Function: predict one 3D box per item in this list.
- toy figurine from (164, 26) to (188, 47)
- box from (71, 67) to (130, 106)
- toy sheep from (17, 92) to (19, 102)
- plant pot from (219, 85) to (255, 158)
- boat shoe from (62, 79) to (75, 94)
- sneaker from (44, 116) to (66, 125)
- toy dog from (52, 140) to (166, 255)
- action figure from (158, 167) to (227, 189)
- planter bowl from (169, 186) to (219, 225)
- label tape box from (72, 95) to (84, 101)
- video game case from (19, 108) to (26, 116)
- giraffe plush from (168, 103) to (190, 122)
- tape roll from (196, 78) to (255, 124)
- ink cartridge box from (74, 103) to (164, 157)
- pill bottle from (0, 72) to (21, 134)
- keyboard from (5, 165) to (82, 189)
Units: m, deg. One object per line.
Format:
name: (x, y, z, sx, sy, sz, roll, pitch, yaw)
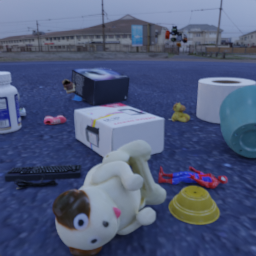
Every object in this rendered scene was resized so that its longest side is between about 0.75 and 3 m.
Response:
toy figurine: (2.315, -4.322, 13.419, 1.018, 0.719, 1.034, 7, -3, -22)
box: (-1.633, -2.542, 16.499, 2.493, 1.536, 2.473, -15, 33, -39)
toy sheep: (-6.261, -1.541, 14.283, 1.400, 1.400, 2.031, 0, 14, -2)
plant pot: (3.798, -0.044, 8.567, 2.007, 2.007, 1.611, 6, 35, 17)
boat shoe: (-2.837, -2.057, 13.182, 0.529, 0.528, 1.466, -22, 28, -5)
sneaker: (-3.112, -0.265, 11.906, 0.976, 0.360, 0.423, -3, 29, 5)
toy dog: (-0.462, 1.266, 5.116, 2.030, 1.461, 2.094, -4, 16, 23)
action figure: (1.600, 1.224, 6.952, 1.654, 0.427, 0.541, 6, 16, 10)
planter bowl: (1.391, 1.521, 5.877, 1.054, 0.439, 1.054, 1, 17, 0)
label tape box: (-2.860, -1.859, 16.925, 0.645, 0.298, 0.900, 14, 20, 35)
video game case: (-5.642, -0.700, 13.088, 1.553, 0.188, 1.704, -6, 11, -21)
giraffe plush: (2.284, -0.718, 12.482, 0.940, 0.762, 0.811, 0, 17, 2)
tape roll: (4.393, -1.287, 12.742, 2.461, 1.690, 2.461, 0, 17, 0)
ink cartridge box: (-0.367, 0.045, 9.394, 2.002, 1.161, 2.712, -11, 19, -32)
pill bottle: (-4.987, -1.001, 10.913, 1.334, 2.229, 1.334, 0, 17, 0)
keyboard: (-2.201, 1.217, 7.276, 1.914, 0.197, 1.216, -3, 18, -6)
